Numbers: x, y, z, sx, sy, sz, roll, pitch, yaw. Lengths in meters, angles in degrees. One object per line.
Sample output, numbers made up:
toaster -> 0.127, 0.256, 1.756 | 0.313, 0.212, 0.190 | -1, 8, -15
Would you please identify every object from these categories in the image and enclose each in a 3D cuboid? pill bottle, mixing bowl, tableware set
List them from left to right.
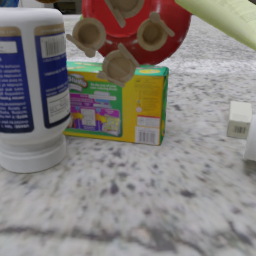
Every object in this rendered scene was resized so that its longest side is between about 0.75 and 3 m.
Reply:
pill bottle -> -1.988, -0.715, 5.383 | 1.678, 2.900, 1.678 | 1, 24, -1
tableware set -> -0.089, -1.390, 4.208 | 1.243, 1.488, 0.173 | 38, 15, -30
mixing bowl -> 0.020, -2.712, 6.390 | 2.755, 2.755, 1.492 | 6, 15, 13
pill bottle -> 3.348, 0.381, 5.043 | 2.237, 1.222, 1.222 | 12, 29, 23

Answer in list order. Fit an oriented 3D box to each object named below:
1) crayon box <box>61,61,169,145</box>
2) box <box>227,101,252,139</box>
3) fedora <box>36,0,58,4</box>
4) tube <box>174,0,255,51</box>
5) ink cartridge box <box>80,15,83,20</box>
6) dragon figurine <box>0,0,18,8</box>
crayon box -> -0.522, -0.629, 6.615 | 2.801, 1.664, 0.816 | 6, 27, 12
box -> 2.853, -0.237, 7.190 | 0.550, 0.457, 1.338 | 10, 27, 19
fedora -> -2.282, -4.362, 8.084 | 1.612, 1.612, 0.657 | -16, 46, -29
tube -> 1.672, -1.839, 4.576 | 0.653, 0.730, 2.515 | 35, 15, -52
ink cartridge box -> -0.555, -4.137, 9.037 | 1.096, 2.111, 0.626 | 23, 13, -31
dragon figurine -> -2.585, -2.652, 5.627 | 0.694, 2.359, 1.173 | 21, 30, -33
